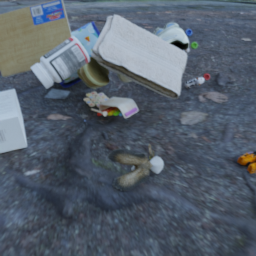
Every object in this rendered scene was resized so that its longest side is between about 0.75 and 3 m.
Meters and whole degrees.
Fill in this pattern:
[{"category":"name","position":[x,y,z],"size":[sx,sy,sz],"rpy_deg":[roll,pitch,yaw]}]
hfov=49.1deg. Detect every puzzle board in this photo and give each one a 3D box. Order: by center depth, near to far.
[{"category":"puzzle board","position":[-2.782,-2.589,8.147],"size":[2.306,1.738,0.201],"rpy_deg":[-13,5,4]}]

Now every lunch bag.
[{"category":"lunch bag","position":[-2.129,-2.837,11.527],"size":[2.249,1.686,2.645],"rpy_deg":[-32,11,-12]}]

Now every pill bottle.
[{"category":"pill bottle","position":[-1.693,-1.610,6.995],"size":[1.322,0.753,0.753],"rpy_deg":[-38,40,-9]}]

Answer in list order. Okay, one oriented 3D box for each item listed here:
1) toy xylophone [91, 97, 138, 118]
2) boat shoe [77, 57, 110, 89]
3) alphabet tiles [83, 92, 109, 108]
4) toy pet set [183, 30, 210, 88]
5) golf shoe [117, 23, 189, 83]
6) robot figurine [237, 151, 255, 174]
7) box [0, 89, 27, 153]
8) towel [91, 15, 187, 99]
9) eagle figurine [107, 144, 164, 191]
[{"category":"toy xylophone","position":[-0.495,-0.622,9.130],"size":[1.197,0.411,1.636],"rpy_deg":[-27,23,-20]},{"category":"boat shoe","position":[-1.199,-1.711,8.994],"size":[0.846,0.981,2.689],"rpy_deg":[-34,19,10]},{"category":"alphabet tiles","position":[-1.196,-1.087,10.651],"size":[0.890,0.066,0.910],"rpy_deg":[-24,51,-31]},{"category":"toy pet set","position":[2.075,-2.590,11.366],"size":[2.125,2.276,1.209],"rpy_deg":[-25,7,9]},{"category":"golf shoe","position":[0.821,-2.394,9.579],"size":[2.741,1.073,1.333],"rpy_deg":[-39,46,12]},{"category":"robot figurine","position":[3.420,0.854,7.312],"size":[1.006,0.293,0.729],"rpy_deg":[-13,38,-21]},{"category":"box","position":[-3.923,-0.180,8.225],"size":[1.513,1.057,1.988],"rpy_deg":[-14,33,-16]},{"category":"towel","position":[0.433,-2.132,8.221],"size":[2.785,0.480,1.846],"rpy_deg":[24,59,-10]},{"category":"eagle figurine","position":[0.185,0.951,6.772],"size":[1.171,0.884,0.888],"rpy_deg":[-6,39,-31]}]
